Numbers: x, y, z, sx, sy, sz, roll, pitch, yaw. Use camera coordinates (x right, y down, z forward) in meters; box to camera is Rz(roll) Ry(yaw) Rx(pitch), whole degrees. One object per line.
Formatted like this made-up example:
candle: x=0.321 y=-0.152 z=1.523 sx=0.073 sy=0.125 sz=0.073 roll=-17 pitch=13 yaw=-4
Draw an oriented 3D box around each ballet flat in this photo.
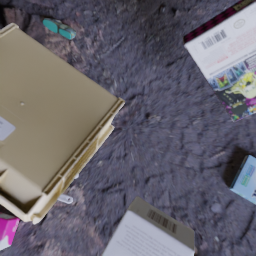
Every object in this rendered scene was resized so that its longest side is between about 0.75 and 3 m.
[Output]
ballet flat: x=-2.303 y=-3.411 z=9.530 sx=1.211 sy=0.450 sz=0.450 roll=32 pitch=79 yaw=5

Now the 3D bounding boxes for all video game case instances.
video game case: x=3.108 y=-1.676 z=6.104 sx=2.907 sy=2.635 sz=0.521 roll=-28 pitch=34 yaw=26

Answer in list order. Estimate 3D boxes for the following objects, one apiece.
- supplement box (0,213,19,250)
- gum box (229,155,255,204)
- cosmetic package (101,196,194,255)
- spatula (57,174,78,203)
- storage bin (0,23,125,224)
supplement box: x=-4.076 y=2.757 z=7.869 sx=1.626 sy=0.840 sz=0.823 roll=15 pitch=77 yaw=5
gum box: x=3.944 y=1.673 z=8.383 sx=1.381 sy=0.308 sz=1.174 roll=30 pitch=79 yaw=6
cosmetic package: x=0.022 y=2.388 z=4.452 sx=1.133 sy=0.796 sz=2.233 roll=30 pitch=98 yaw=10
spatula: x=-2.782 y=1.141 z=8.585 sx=2.879 sy=0.231 sz=2.002 roll=18 pitch=72 yaw=3
storage bin: x=-2.100 y=-0.140 z=5.598 sx=2.954 sy=1.384 sz=2.933 roll=36 pitch=57 yaw=1
